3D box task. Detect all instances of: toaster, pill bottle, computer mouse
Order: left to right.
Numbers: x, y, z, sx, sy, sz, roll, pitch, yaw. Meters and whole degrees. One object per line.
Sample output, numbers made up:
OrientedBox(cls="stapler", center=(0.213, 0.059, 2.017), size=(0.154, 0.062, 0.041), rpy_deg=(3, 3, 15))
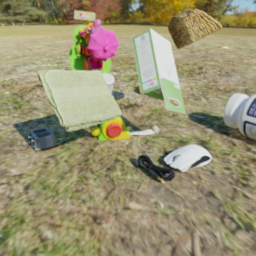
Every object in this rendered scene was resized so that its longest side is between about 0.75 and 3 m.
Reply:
OrientedBox(cls="toaster", center=(-3.000, 0.408, 9.862), size=(0.875, 0.519, 0.792), rpy_deg=(-15, 29, -31))
OrientedBox(cls="pill bottle", center=(-0.850, -1.409, 10.162), size=(0.574, 1.012, 0.574), rpy_deg=(7, 48, -8))
OrientedBox(cls="computer mouse", center=(1.594, 0.935, 8.664), size=(2.403, 0.527, 1.317), rpy_deg=(-15, 27, -30))
OrientedBox(cls="pill bottle", center=(5.021, -0.281, 10.022), size=(1.634, 1.634, 2.823), rpy_deg=(-19, 31, -37))

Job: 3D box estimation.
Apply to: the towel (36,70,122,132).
OrientedBox(cls="towel", center=(-1.241, -0.866, 7.863), size=(0.444, 1.805, 2.433), rpy_deg=(-34, -11, 34))

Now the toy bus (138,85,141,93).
OrientedBox(cls="toy bus", center=(1.559, -2.410, 15.886), size=(1.959, 0.767, 0.638), rpy_deg=(-4, 24, -9))

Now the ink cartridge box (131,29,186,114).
OrientedBox(cls="ink cartridge box", center=(0.963, -1.624, 8.860), size=(0.768, 2.591, 1.345), rpy_deg=(-18, -14, 33))

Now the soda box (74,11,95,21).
OrientedBox(cls="soda box", center=(-1.686, -4.342, 10.852), size=(0.813, 0.275, 0.260), rpy_deg=(2, 30, -13))

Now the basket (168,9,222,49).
OrientedBox(cls="basket", center=(2.201, -3.539, 9.627), size=(1.180, 1.131, 1.584), rpy_deg=(-29, 11, -5))

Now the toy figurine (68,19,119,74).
OrientedBox(cls="toy figurine", center=(-1.430, -3.869, 12.767), size=(2.182, 2.907, 2.675), rpy_deg=(-11, -4, -26))

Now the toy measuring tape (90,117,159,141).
OrientedBox(cls="toy measuring tape", center=(-0.095, -0.104, 10.538), size=(2.655, 0.977, 0.977), rpy_deg=(-6, 25, -14))
